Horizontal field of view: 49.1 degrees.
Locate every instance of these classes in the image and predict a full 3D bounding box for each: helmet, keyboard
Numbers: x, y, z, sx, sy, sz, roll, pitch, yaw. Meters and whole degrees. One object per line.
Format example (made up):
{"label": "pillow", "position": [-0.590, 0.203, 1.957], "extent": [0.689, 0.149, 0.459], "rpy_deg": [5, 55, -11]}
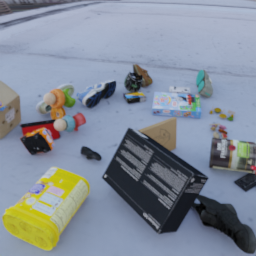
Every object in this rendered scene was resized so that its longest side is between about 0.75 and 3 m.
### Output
{"label": "helmet", "position": [0.267, -2.434, 15.211], "extent": [1.084, 1.033, 1.084], "rpy_deg": [13, 46, -14]}
{"label": "keyboard", "position": [4.368, 1.841, 9.725], "extent": [1.250, 0.160, 0.751], "rpy_deg": [-20, 39, -25]}

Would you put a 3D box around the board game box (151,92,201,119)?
{"label": "board game box", "position": [2.393, -1.160, 13.935], "extent": [2.317, 0.424, 1.753], "rpy_deg": [4, 35, 7]}

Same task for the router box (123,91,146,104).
{"label": "router box", "position": [0.333, -1.604, 14.687], "extent": [1.016, 0.260, 0.758], "rpy_deg": [-10, 38, -20]}

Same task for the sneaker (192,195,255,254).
{"label": "sneaker", "position": [2.552, 2.628, 7.880], "extent": [1.159, 0.667, 2.222], "rpy_deg": [8, 18, -6]}

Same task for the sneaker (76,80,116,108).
{"label": "sneaker", "position": [-1.575, -1.960, 14.599], "extent": [0.994, 0.977, 2.580], "rpy_deg": [27, 40, 27]}

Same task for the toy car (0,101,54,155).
{"label": "toy car", "position": [-3.950, -0.244, 10.638], "extent": [1.446, 2.948, 0.981], "rpy_deg": [-32, 14, 40]}

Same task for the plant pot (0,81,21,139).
{"label": "plant pot", "position": [-5.893, -0.755, 12.009], "extent": [1.962, 2.216, 2.213], "rpy_deg": [19, 37, 7]}

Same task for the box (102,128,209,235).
{"label": "box", "position": [0.689, 1.509, 8.475], "extent": [1.077, 1.927, 2.730], "rpy_deg": [22, 11, -48]}

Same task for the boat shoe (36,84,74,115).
{"label": "boat shoe", "position": [-3.411, -1.373, 13.787], "extent": [0.753, 0.874, 2.427], "rpy_deg": [8, 43, 39]}

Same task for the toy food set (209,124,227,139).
{"label": "toy food set", "position": [3.981, 0.120, 12.170], "extent": [0.734, 0.182, 1.154], "rpy_deg": [-4, 39, -7]}

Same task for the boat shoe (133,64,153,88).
{"label": "boat shoe", "position": [0.838, -3.090, 16.487], "extent": [0.691, 0.732, 2.034], "rpy_deg": [-15, 51, -10]}

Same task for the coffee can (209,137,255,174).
{"label": "coffee can", "position": [3.743, 0.979, 10.025], "extent": [1.538, 1.126, 1.126], "rpy_deg": [6, 34, 15]}

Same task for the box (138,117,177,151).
{"label": "box", "position": [1.137, 0.449, 10.651], "extent": [1.720, 1.406, 0.183], "rpy_deg": [-19, 33, -26]}

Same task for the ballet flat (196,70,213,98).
{"label": "ballet flat", "position": [4.304, -2.419, 15.661], "extent": [0.820, 0.868, 2.575], "rpy_deg": [28, 35, -8]}

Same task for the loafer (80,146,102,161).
{"label": "loafer", "position": [-1.431, 1.049, 10.715], "extent": [1.095, 0.384, 0.372], "rpy_deg": [24, 7, 38]}

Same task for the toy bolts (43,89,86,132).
{"label": "toy bolts", "position": [-2.977, -0.518, 11.984], "extent": [1.334, 1.837, 1.924], "rpy_deg": [-13, 63, -54]}

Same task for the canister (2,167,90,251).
{"label": "canister", "position": [-2.305, 2.266, 8.328], "extent": [1.626, 0.948, 2.189], "rpy_deg": [18, 36, 15]}

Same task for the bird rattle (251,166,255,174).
{"label": "bird rattle", "position": [4.337, 1.900, 7.445], "extent": [1.309, 2.324, 1.894], "rpy_deg": [-22, 27, 15]}

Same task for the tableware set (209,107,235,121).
{"label": "tableware set", "position": [4.497, -0.650, 13.437], "extent": [1.172, 0.180, 0.790], "rpy_deg": [18, 41, 23]}

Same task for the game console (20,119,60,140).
{"label": "game console", "position": [-3.836, 0.147, 12.144], "extent": [1.465, 0.869, 1.262], "rpy_deg": [-9, 3, -25]}

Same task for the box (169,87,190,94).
{"label": "box", "position": [2.778, -1.933, 15.156], "extent": [1.106, 0.333, 0.645], "rpy_deg": [5, 35, 7]}
